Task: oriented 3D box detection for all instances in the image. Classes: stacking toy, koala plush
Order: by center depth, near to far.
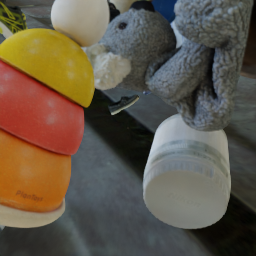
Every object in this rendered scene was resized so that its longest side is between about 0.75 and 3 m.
[{"bbox_3d":[-0.910,-0.387,2.960,1.753,1.753,2.399,31,87,39],"label":"stacking toy"},{"bbox_3d":[0.468,-1.043,4.204,2.301,2.115,2.041,9,31,18],"label":"koala plush"}]

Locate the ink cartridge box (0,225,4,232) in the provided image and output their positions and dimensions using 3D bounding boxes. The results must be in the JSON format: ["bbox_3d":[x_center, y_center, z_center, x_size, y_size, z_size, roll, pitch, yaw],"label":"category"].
[{"bbox_3d":[-3.127,1.564,4.723,1.667,0.962,2.297,5,33,8],"label":"ink cartridge box"}]

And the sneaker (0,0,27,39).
[{"bbox_3d":[-3.036,-2.754,7.622,0.889,2.101,0.782,-49,51,0],"label":"sneaker"}]

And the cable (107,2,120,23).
[{"bbox_3d":[-0.904,-2.907,8.434,2.186,1.784,0.555,-31,50,-33],"label":"cable"}]

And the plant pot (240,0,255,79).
[{"bbox_3d":[3.215,-2.602,6.307,2.333,2.333,2.034,23,55,32],"label":"plant pot"}]

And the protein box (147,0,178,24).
[{"bbox_3d":[1.965,-3.865,8.875,2.226,2.210,1.502,10,48,-50],"label":"protein box"}]

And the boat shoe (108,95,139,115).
[{"bbox_3d":[-0.123,-0.615,6.612,0.807,0.267,0.301,-27,21,26],"label":"boat shoe"}]

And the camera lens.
[{"bbox_3d":[1.164,0.735,5.498,1.550,1.550,1.937,7,34,12],"label":"camera lens"}]

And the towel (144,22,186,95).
[{"bbox_3d":[0.805,-1.558,6.162,0.217,1.338,1.821,4,-10,-25],"label":"towel"}]

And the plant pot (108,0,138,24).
[{"bbox_3d":[-0.026,-4.120,9.781,1.756,1.607,1.756,19,-5,2],"label":"plant pot"}]
